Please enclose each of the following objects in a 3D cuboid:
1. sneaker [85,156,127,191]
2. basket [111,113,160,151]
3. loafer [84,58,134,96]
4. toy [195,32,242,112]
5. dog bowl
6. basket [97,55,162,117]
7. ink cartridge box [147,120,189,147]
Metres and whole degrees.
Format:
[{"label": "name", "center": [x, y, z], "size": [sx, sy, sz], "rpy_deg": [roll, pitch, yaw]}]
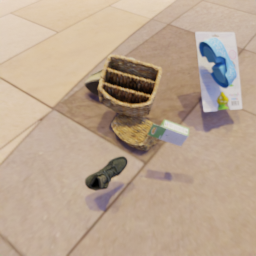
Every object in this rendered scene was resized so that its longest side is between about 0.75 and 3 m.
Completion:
[{"label": "sneaker", "center": [-0.516, 1.262, 7.583], "size": [1.336, 0.511, 0.765], "rpy_deg": [-30, 12, -15]}, {"label": "basket", "center": [0.296, 0.145, 9.873], "size": [1.532, 1.141, 1.093], "rpy_deg": [34, 87, 26]}, {"label": "loafer", "center": [-0.595, -1.931, 10.726], "size": [2.679, 1.014, 0.915], "rpy_deg": [-9, 49, 41]}, {"label": "toy", "center": [3.127, -1.961, 10.016], "size": [1.597, 0.655, 2.773], "rpy_deg": [-5, 86, -17]}, {"label": "dog bowl", "center": [2.860, -2.071, 8.861], "size": [0.423, 1.706, 0.951], "rpy_deg": [-33, 17, -3]}, {"label": "basket", "center": [-0.006, -1.299, 9.068], "size": [1.865, 1.390, 1.331], "rpy_deg": [18, 56, 4]}, {"label": "ink cartridge box", "center": [1.074, 0.103, 7.546], "size": [1.003, 0.521, 0.298], "rpy_deg": [19, 51, -4]}]
